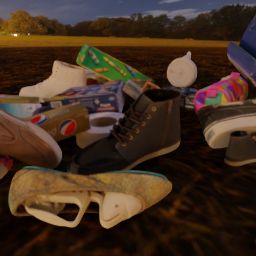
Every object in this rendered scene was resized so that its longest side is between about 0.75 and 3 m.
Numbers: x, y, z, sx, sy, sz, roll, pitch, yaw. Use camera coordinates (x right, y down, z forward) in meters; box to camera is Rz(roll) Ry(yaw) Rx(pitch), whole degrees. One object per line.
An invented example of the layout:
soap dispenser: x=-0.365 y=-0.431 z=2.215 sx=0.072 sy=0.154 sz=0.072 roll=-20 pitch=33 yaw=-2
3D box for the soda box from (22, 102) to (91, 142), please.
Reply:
soda box: x=-1.577 y=-0.029 z=5.802 sx=1.518 sy=0.514 sz=0.486 roll=-21 pitch=38 yaw=-23

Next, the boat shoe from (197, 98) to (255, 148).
boat shoe: x=3.030 y=-0.292 z=6.354 sx=2.995 sy=1.059 sz=0.954 roll=-5 pitch=57 yaw=-17

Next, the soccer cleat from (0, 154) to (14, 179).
soccer cleat: x=-2.441 y=0.752 z=4.613 sx=0.637 sy=0.787 sz=1.823 roll=32 pitch=-5 yaw=-10

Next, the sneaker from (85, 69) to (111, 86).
sneaker: x=-1.120 y=-1.983 z=12.142 sx=2.439 sy=0.933 sz=0.985 roll=-7 pitch=43 yaw=-29

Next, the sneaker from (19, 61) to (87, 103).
sneaker: x=-2.758 y=-1.725 z=10.266 sx=2.612 sy=1.509 sz=0.962 roll=2 pitch=22 yaw=6

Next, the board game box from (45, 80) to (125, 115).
board game box: x=-1.029 y=-0.952 z=9.020 sx=2.297 sy=0.708 sz=2.296 roll=-2 pitch=19 yaw=19

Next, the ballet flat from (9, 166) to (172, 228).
ballet flat: x=-0.507 y=0.993 z=3.824 sx=2.232 sy=0.789 sz=0.789 roll=4 pitch=19 yaw=-1

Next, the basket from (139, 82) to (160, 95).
basket: x=0.713 y=-0.913 z=8.521 sx=0.550 sy=0.771 sz=0.574 roll=22 pitch=-13 yaw=39

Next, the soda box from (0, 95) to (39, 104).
soda box: x=-3.635 y=-0.613 z=8.396 sx=1.904 sy=0.645 sz=0.609 roll=4 pitch=19 yaw=11

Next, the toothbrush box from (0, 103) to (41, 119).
toothbrush box: x=-2.643 y=-0.285 z=6.873 sx=0.942 sy=0.402 sz=0.690 roll=-1 pitch=-20 yaw=-23

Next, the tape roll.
tape roll: x=-0.573 y=0.064 z=6.639 sx=1.341 sy=0.469 sz=1.341 roll=-2 pitch=22 yaw=1

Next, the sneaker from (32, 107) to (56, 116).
sneaker: x=-1.808 y=-0.161 z=6.747 sx=0.692 sy=0.622 sz=1.683 roll=7 pitch=-2 yaw=21

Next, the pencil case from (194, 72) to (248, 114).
pencil case: x=2.984 y=-1.004 z=8.791 sx=1.178 sy=1.178 sz=2.665 roll=11 pitch=24 yaw=29

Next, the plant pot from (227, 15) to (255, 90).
plant pot: x=4.875 y=-2.139 z=8.621 sx=2.748 sy=2.470 sz=2.748 roll=38 pitch=23 yaw=-24

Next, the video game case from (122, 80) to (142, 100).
video game case: x=0.430 y=-1.095 z=9.440 sx=1.268 sy=0.145 sz=1.154 roll=35 pitch=23 yaw=-6

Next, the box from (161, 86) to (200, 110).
box: x=1.950 y=-1.140 z=10.214 sx=1.856 sy=0.427 sz=1.475 roll=14 pitch=24 yaw=35

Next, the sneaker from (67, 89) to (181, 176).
sneaker: x=-0.069 y=0.058 z=5.125 sx=2.347 sy=1.247 sz=0.878 roll=-22 pitch=41 yaw=-23

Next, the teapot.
teapot: x=2.224 y=-2.197 z=11.265 sx=1.265 sy=1.249 sz=0.924 roll=-34 pitch=-4 yaw=29

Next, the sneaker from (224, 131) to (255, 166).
sneaker: x=2.507 y=0.331 z=5.730 sx=1.212 sy=0.644 sz=0.453 roll=-14 pitch=25 yaw=-31

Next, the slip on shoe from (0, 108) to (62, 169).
slip on shoe: x=-2.109 y=0.127 z=4.489 sx=0.914 sy=2.405 sz=0.728 roll=-21 pitch=41 yaw=26

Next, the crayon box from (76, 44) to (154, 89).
crayon box: x=-0.541 y=-2.227 z=10.939 sx=2.779 sy=0.809 sz=1.650 roll=24 pitch=9 yaw=-23
